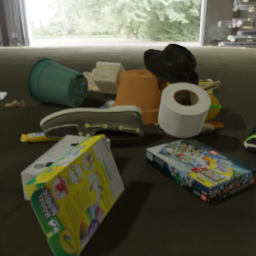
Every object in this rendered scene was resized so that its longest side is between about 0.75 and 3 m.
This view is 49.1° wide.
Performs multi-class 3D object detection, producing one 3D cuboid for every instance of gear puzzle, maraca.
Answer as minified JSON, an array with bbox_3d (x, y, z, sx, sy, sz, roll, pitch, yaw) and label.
[{"bbox_3d":[2.120,0.004,9.348,2.371,0.310,1.228,-7,22,-23],"label":"gear puzzle"},{"bbox_3d":[2.614,-0.745,10.004,1.325,1.034,1.933,-1,4,21],"label":"maraca"}]

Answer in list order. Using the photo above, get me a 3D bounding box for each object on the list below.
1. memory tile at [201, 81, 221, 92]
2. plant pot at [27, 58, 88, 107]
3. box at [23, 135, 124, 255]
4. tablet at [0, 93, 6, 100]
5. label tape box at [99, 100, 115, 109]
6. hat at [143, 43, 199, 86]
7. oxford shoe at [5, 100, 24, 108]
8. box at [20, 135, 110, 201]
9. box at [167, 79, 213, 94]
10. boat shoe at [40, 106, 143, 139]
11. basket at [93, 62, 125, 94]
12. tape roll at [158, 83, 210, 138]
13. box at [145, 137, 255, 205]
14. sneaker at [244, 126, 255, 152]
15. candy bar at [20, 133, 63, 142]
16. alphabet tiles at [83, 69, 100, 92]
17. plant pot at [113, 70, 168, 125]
[{"bbox_3d":[2.438,-1.270,9.734,1.548,0.170,2.019,-20,3,24],"label":"memory tile"},{"bbox_3d":[-2.943,-1.842,12.203,1.951,1.992,1.992,19,26,22],"label":"plant pot"},{"bbox_3d":[-0.854,1.117,4.845,0.537,1.302,2.219,-14,13,24],"label":"box"},{"bbox_3d":[-7.054,-1.507,13.562,1.994,0.136,1.298,-4,21,-11],"label":"tablet"},{"bbox_3d":[-0.760,-1.001,12.017,0.826,0.262,0.596,6,21,15],"label":"label tape box"},{"bbox_3d":[1.781,-2.474,10.289,2.388,0.963,2.388,15,46,-16],"label":"hat"},{"bbox_3d":[-4.920,-1.053,12.115,0.784,0.290,0.278,-9,22,-22],"label":"oxford shoe"},{"bbox_3d":[-1.296,0.875,6.454,1.243,0.641,2.131,5,21,12],"label":"box"},{"bbox_3d":[3.085,-2.220,14.740,2.563,0.642,0.964,1,20,4],"label":"box"},{"bbox_3d":[-1.011,-0.001,8.178,2.991,0.894,1.069,-6,-23,-10],"label":"boat shoe"},{"bbox_3d":[-0.907,-2.461,13.994,1.349,1.085,1.337,8,-21,20],"label":"basket"},{"bbox_3d":[1.547,-0.508,7.870,1.337,0.918,1.337,1,46,-1],"label":"tape roll"},{"bbox_3d":[1.638,0.901,6.707,1.487,0.410,2.177,-12,24,-29],"label":"box"},{"bbox_3d":[3.926,0.096,8.262,0.720,0.831,2.008,12,24,29],"label":"sneaker"},{"bbox_3d":[-2.275,0.249,8.697,1.988,0.220,0.496,-4,20,-14],"label":"candy bar"},{"bbox_3d":[-1.746,-2.652,15.464,1.884,0.141,1.926,4,47,13],"label":"alphabet tiles"},{"bbox_3d":[0.571,-1.299,10.807,2.396,1.677,2.396,-1,20,0],"label":"plant pot"}]
